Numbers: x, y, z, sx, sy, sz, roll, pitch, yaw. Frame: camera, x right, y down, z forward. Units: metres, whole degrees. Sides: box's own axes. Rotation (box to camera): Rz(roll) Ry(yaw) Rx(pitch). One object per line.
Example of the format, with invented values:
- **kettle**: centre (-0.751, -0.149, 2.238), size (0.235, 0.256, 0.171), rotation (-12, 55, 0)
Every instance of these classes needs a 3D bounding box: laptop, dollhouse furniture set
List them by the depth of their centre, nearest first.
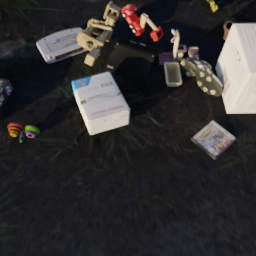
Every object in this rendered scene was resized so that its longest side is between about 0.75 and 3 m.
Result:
- **dollhouse furniture set**: centre (2.352, -3.051, 12.111), size (1.831, 1.640, 2.311), rotation (0, 55, 0)
- **dollhouse furniture set**: centre (-1.509, -4.366, 12.485), size (1.249, 1.987, 2.246), rotation (28, 50, -5)
- **laptop**: centre (0.341, -3.225, 13.163), size (2.012, 1.173, 2.270), rotation (24, 33, 15)

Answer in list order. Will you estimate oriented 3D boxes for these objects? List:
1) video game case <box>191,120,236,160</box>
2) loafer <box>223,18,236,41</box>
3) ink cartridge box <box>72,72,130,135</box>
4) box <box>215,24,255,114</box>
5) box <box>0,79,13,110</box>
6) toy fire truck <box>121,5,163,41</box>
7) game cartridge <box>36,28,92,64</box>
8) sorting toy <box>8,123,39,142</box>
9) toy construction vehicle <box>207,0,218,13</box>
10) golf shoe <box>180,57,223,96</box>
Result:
- **video game case**: centre (3.243, 0.429, 10.616), size (1.281, 0.163, 1.158), rotation (-36, 63, -22)
- **loafer**: centre (5.138, -5.044, 13.983), size (0.663, 0.645, 1.816), rotation (6, 49, 10)
- **ink cartridge box**: centre (-1.101, -1.000, 11.047), size (1.626, 0.938, 2.242), rotation (-17, 54, -15)
- **box**: centre (4.766, -2.254, 10.939), size (1.670, 2.556, 2.542), rotation (-2, 59, -1)
- **box**: centre (-6.541, -1.225, 11.483), size (2.749, 0.598, 2.202), rotation (10, 56, 7)
- **toy fire truck**: centre (0.606, -4.601, 12.240), size (0.442, 1.811, 1.277), rotation (-49, 29, -21)
- **game cartridge**: centre (-3.102, -4.044, 13.545), size (2.355, 0.489, 1.568), rotation (-24, 55, -16)
- **sorting toy**: centre (-3.941, 0.216, 10.465), size (1.134, 0.681, 0.465), rotation (13, 55, -13)
- **toy construction vehicle**: centre (4.536, -7.030, 15.242), size (0.412, 1.019, 1.171), rotation (-24, 45, 22)
- **golf shoe**: centre (3.318, -2.349, 12.056), size (1.050, 0.920, 2.383), rotation (-28, 60, -22)
